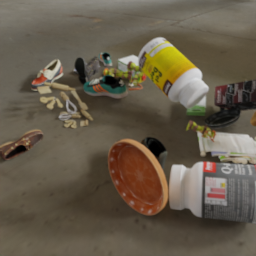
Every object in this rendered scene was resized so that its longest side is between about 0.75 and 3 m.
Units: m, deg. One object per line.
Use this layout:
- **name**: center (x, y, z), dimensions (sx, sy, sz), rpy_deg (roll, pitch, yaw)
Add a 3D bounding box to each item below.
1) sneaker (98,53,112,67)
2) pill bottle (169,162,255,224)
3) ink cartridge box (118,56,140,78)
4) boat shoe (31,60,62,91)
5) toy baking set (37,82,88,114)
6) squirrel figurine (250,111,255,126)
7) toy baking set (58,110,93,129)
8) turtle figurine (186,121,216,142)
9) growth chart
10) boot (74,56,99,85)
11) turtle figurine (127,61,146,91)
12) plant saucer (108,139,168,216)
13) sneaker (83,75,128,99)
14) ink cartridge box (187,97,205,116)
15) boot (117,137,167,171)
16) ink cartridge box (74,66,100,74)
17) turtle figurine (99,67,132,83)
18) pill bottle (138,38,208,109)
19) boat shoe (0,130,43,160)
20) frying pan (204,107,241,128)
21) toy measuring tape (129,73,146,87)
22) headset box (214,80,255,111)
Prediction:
- **sneaker**: center (-1.360, -4.244, 16.681), dimensions (0.580, 0.649, 1.624), rpy_deg (-13, 37, -19)
- **pill bottle**: center (2.389, 1.640, 7.289), dimensions (2.502, 1.449, 1.449), rpy_deg (2, 34, 16)
- **ink cartridge box**: center (0.515, -3.212, 15.176), dimensions (1.127, 0.644, 2.172), rpy_deg (-24, 41, -31)
- **boat shoe**: center (-4.158, -2.688, 14.312), dimensions (0.884, 0.777, 2.483), rpy_deg (13, 38, 15)
- **toy baking set**: center (-2.854, -1.278, 12.113), dimensions (2.169, 0.252, 1.665), rpy_deg (8, 47, -19)
- **squirrel figurine**: center (5.725, -0.401, 8.661), dimensions (2.540, 2.722, 1.926), rpy_deg (30, -6, -12)
- **toy baking set**: center (-2.198, -0.440, 11.550), dimensions (1.175, 0.178, 1.531), rpy_deg (-18, 39, -25)
- **turtle figurine**: center (2.564, 0.082, 9.611), dimensions (1.073, 0.428, 1.330), rpy_deg (23, -1, 11)
- **growth chart**: center (3.681, 0.689, 9.874), dimensions (2.474, 0.219, 1.791), rpy_deg (7, 36, 9)
- **boot**: center (-1.995, -3.164, 14.131), dimensions (0.597, 1.724, 1.501), rpy_deg (21, 54, 16)
- **turtle figurine**: center (0.687, -2.738, 13.401), dimensions (2.407, 0.775, 1.941), rpy_deg (-33, 40, -10)
- **plant saucer**: center (0.241, 1.270, 7.339), dimensions (0.336, 2.081, 2.081), rpy_deg (-24, 41, -36)
- **sneaker**: center (-1.138, -2.038, 12.979), dimensions (2.412, 0.964, 0.861), rpy_deg (10, 44, 30)
- **ink cartridge box**: center (2.895, -0.864, 11.908), dimensions (0.748, 0.427, 1.441), rpy_deg (3, 34, 13)
- **boot**: center (0.381, 0.672, 8.454), dimensions (0.973, 1.738, 2.513), rpy_deg (-22, 43, -27)
- **ink cartridge box**: center (-2.269, -3.217, 15.546), dimensions (1.064, 0.233, 1.074), rpy_deg (16, 40, 21)
- **turtle figurine**: center (-0.608, -2.781, 14.382), dimensions (1.602, 0.640, 1.986), rpy_deg (6, 16, -4)
- **pill bottle**: center (1.846, -2.217, 11.549), dimensions (1.636, 1.636, 2.995), rpy_deg (-24, 61, -31)
- **boat shoe**: center (-3.629, 0.620, 9.697), dimensions (1.601, 0.563, 0.563), rpy_deg (-32, 42, -27)
- **frying pan**: center (3.667, -0.489, 11.362), dimensions (1.399, 0.376, 2.313), rpy_deg (-23, 16, 3)
- **toy measuring tape**: center (0.510, -2.542, 14.369), dimensions (0.497, 0.497, 1.350), rpy_deg (26, 42, 32)
- **headset box**: center (4.562, -1.201, 10.838), dimensions (1.626, 0.844, 2.185), rpy_deg (7, -5, -35)
